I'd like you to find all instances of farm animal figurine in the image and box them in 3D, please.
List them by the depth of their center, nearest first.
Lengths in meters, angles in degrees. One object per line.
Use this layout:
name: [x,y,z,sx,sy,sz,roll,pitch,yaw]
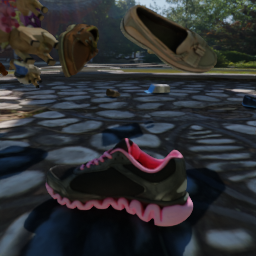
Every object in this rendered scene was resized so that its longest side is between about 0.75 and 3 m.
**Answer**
farm animal figurine: [-3.237,-2.862,8.375,1.545,2.964,2.931,43,12,20]

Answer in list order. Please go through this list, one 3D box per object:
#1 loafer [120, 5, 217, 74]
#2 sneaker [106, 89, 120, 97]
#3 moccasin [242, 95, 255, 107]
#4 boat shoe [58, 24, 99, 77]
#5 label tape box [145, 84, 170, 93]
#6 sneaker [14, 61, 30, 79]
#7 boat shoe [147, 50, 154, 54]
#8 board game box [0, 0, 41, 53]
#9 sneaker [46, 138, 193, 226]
loafer: [1.157,-2.232,7.217,2.788,1.002,0.877,23,-10,-12]
sneaker: [-0.805,-1.812,14.786,0.402,0.375,1.064,12,11,-33]
moccasin: [5.511,-1.098,11.623,1.468,0.501,0.591,10,18,32]
boat shoe: [-1.513,-2.685,9.016,1.016,1.075,2.989,-6,42,4]
label tape box: [1.666,-2.293,16.273,1.294,0.410,0.933,-3,15,-11]
sneaker: [-3.302,-1.735,8.523,0.323,0.468,0.841,26,0,-3]
boat shoe: [0.827,-2.368,8.463,0.289,0.247,0.789,-30,7,-15]
board game box: [-3.960,-3.355,9.100,0.435,1.615,2.692,14,31,27]
sneaker: [-0.195,0.635,4.081,2.270,1.083,0.897,4,17,19]
